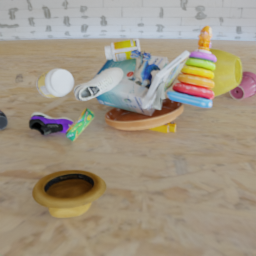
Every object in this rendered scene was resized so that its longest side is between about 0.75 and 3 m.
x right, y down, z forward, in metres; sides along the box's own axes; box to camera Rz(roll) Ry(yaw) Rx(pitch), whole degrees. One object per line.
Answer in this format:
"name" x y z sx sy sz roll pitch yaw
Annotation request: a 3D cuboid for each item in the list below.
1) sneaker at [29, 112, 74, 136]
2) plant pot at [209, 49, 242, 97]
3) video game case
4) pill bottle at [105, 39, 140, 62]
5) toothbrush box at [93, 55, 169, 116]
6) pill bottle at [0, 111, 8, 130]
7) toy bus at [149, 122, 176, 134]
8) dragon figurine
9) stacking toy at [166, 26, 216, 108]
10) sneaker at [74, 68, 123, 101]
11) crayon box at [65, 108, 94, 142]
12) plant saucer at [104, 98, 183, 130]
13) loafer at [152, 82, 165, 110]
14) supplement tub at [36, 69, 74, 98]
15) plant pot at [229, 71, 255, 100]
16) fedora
"sneaker" -2.677 -0.002 9.809 1.657 0.576 0.824 10 34 -3
"plant pot" 3.448 -2.082 10.543 1.387 1.954 1.954 3 20 36
"video game case" 1.164 -1.503 8.954 0.195 1.703 1.550 42 61 12
"pill bottle" -0.211 -2.963 10.769 1.319 0.720 0.720 -8 23 2
"toothbrush box" 0.111 -1.820 11.183 2.764 1.179 2.023 18 64 36
"pill bottle" -4.997 -0.364 10.527 0.703 0.703 1.256 -18 28 -36
"toy bus" 1.235 -0.055 10.261 1.024 0.333 0.401 14 29 31
"dragon figurine" 0.582 -1.752 8.588 0.590 0.997 2.004 34 12 26
"stacking toy" 2.386 -2.077 9.409 1.445 2.632 1.528 16 9 22
"sneaker" -0.972 -1.505 9.950 1.957 0.748 0.788 -32 19 -8
"crayon box" -1.605 -0.122 9.343 0.324 1.113 0.661 40 3 -16
"plant saucer" 0.601 -0.529 10.685 2.990 0.483 2.990 -10 18 3
"loafer" 0.988 -0.964 8.437 0.304 0.872 0.305 24 27 19
"supplement tub" -2.747 -1.669 10.547 1.026 1.026 1.412 -17 12 -35
"plant pot" 5.690 -1.986 13.889 1.149 1.283 1.283 -35 38 -28
"fedora" -1.273 1.501 6.159 1.613 0.658 1.613 3 18 -1
